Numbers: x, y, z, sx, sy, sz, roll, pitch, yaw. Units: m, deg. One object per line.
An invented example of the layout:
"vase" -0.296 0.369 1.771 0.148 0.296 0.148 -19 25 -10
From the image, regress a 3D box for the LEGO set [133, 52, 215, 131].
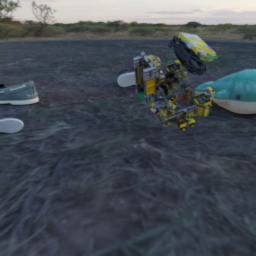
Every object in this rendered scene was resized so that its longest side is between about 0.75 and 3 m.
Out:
"LEGO set" 1.081 -1.160 7.009 1.724 1.299 2.242 -14 48 -7

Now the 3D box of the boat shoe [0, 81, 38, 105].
"boat shoe" -5.001 -1.462 11.066 2.886 0.891 1.051 2 21 5

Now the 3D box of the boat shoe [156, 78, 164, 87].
"boat shoe" 1.286 -1.767 11.223 0.276 0.259 0.768 17 47 35

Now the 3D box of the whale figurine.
"whale figurine" 3.892 -1.478 10.321 2.244 1.464 2.821 -16 26 -36

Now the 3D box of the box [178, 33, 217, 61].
"box" 2.276 -2.623 9.212 0.799 0.329 1.362 -1 43 -29

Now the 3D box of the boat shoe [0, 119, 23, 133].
"boat shoe" -3.714 -0.072 8.218 1.229 0.436 0.429 -11 26 -9

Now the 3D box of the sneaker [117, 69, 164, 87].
"sneaker" 0.569 -2.647 14.125 2.404 0.850 1.192 -8 27 -9

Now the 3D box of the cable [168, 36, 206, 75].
"cable" 1.528 -1.825 7.188 1.226 0.311 1.000 42 30 -7
